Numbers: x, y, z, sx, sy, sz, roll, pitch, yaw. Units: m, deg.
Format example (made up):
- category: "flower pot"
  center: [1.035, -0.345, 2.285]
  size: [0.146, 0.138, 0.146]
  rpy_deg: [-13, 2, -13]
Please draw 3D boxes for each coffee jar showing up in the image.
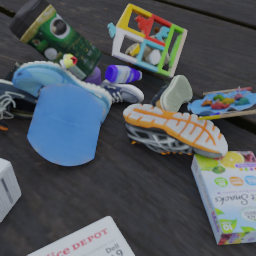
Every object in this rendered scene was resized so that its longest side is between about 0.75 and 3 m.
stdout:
- category: "coffee jar"
  center: [-2.120, -2.575, 8.400]
  size: [1.107, 2.596, 1.354]
  rpy_deg: [-22, 36, 45]

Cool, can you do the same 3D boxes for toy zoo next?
- category: "toy zoo"
  center: [0.540, -2.750, 8.791]
  size: [2.480, 1.627, 0.254]
  rpy_deg: [18, 2, -20]

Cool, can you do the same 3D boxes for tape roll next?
- category: "tape roll"
  center: [-1.472, -1.719, 9.656]
  size: [1.058, 0.449, 1.058]
  rpy_deg: [0, 41, 0]

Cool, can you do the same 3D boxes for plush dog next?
- category: "plush dog"
  center: [0.572, -2.732, 10.038]
  size: [1.457, 1.361, 1.696]
  rpy_deg: [-12, 11, 20]

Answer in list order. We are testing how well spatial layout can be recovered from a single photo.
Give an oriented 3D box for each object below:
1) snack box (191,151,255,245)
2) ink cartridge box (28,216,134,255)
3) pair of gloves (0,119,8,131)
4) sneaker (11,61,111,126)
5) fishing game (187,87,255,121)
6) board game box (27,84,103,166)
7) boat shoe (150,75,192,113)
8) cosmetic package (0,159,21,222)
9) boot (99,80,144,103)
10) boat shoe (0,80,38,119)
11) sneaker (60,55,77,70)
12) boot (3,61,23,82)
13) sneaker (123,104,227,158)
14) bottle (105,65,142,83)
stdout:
- category: "snack box"
  center: [2.364, 1.417, 6.118]
  size: [1.445, 0.538, 2.032]
  rpy_deg: [-3, 42, -4]
- category: "ink cartridge box"
  center: [-0.467, 2.806, 4.155]
  size: [1.733, 1.043, 2.385]
  rpy_deg: [-18, 43, -25]
- category: "pair of gloves"
  center: [-3.747, -0.204, 7.600]
  size: [0.946, 0.843, 0.117]
  rpy_deg: [20, 66, -4]
- category: "sneaker"
  center: [-1.785, -0.830, 7.668]
  size: [2.816, 1.104, 1.266]
  rpy_deg: [20, 54, -19]
- category: "fishing game"
  center: [2.610, -0.803, 7.657]
  size: [2.030, 0.441, 2.836]
  rpy_deg: [-5, 17, 23]
- category: "board game box"
  center: [-1.588, -0.072, 7.117]
  size: [1.681, 0.414, 2.128]
  rpy_deg: [19, 65, -24]
- category: "boat shoe"
  center: [1.313, -0.952, 8.416]
  size: [0.736, 0.882, 2.365]
  rpy_deg: [-21, 15, 37]
- category: "cosmetic package"
  center: [-3.638, 1.457, 5.433]
  size: [2.040, 1.258, 2.047]
  rpy_deg: [18, 46, 11]
- category: "boot"
  center: [-0.373, -0.962, 8.710]
  size: [1.713, 0.623, 0.774]
  rpy_deg: [20, 53, 38]
- category: "boat shoe"
  center: [-3.320, -0.697, 8.024]
  size: [2.574, 0.964, 0.796]
  rpy_deg: [10, 42, -18]
- category: "sneaker"
  center: [-1.531, -1.777, 7.480]
  size: [0.382, 0.330, 0.845]
  rpy_deg: [-16, 29, 9]
- category: "boot"
  center: [-3.733, -1.570, 9.247]
  size: [0.536, 1.484, 1.121]
  rpy_deg: [37, 83, -11]
- category: "sneaker"
  center: [1.116, 0.208, 7.015]
  size: [2.665, 1.029, 1.043]
  rpy_deg: [20, 38, 25]
- category: "bottle"
  center: [-0.108, -1.703, 8.982]
  size: [1.299, 0.543, 0.424]
  rpy_deg: [-6, 39, -43]
